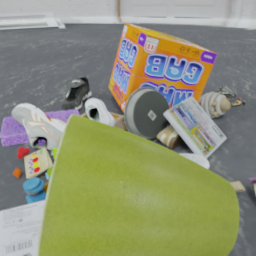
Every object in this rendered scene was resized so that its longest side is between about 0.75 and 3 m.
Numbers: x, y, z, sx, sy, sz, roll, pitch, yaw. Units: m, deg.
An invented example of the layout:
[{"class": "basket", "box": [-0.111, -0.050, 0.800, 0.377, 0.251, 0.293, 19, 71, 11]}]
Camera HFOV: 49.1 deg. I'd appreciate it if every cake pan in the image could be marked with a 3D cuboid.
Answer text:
[{"class": "cake pan", "box": [0.734, -0.470, 9.748, 1.895, 1.895, 0.347, -19, 15, -31]}]

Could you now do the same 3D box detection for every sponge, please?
[{"class": "sponge", "box": [-3.217, -0.082, 10.599, 2.873, 0.428, 1.603, -9, 30, -16]}]

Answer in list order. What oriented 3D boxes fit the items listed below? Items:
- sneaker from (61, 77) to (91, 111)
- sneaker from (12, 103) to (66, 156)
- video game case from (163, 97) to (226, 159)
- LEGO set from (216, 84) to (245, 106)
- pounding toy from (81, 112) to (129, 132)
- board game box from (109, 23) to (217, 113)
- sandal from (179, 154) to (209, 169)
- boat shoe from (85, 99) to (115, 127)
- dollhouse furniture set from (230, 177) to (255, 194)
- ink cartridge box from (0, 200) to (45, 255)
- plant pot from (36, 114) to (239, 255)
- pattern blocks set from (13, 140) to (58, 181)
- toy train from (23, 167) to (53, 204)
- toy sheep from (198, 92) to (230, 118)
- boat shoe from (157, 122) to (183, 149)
[{"class": "sneaker", "box": [-2.383, -1.616, 12.697, 0.863, 1.176, 2.598, 5, 28, 12]}, {"class": "sneaker", "box": [-3.090, 0.043, 9.325, 2.491, 0.943, 1.146, 23, 54, 20]}, {"class": "video game case", "box": [2.306, -0.036, 9.505, 1.792, 0.217, 1.968, -30, 79, -44]}, {"class": "LEGO set", "box": [4.810, -1.637, 13.376, 1.249, 0.545, 1.923, -16, 32, -29]}, {"class": "pounding toy", "box": [-0.581, -0.084, 9.963, 1.942, 1.011, 2.211, 16, 32, 28]}, {"class": "board game box", "box": [1.163, -2.240, 11.333, 2.882, 2.880, 2.879, 9, 24, -20]}, {"class": "sandal", "box": [0.884, 1.338, 7.696, 2.668, 0.656, 1.086, -14, 27, 4]}, {"class": "boat shoe", "box": [-1.064, -0.557, 9.144, 0.588, 0.647, 1.760, 17, 14, -41]}, {"class": "dollhouse furniture set", "box": [2.986, 1.896, 7.203, 1.346, 1.067, 0.955, -15, 65, 20]}, {"class": "ink cartridge box", "box": [-1.628, 2.428, 5.362, 1.506, 0.843, 2.208, -10, 28, -19]}, {"class": "plant pot", "box": [0.220, 1.251, 4.555, 2.705, 2.531, 2.531, 10, 27, -6]}, {"class": "pattern blocks set", "box": [-2.666, 1.019, 8.228, 1.476, 0.136, 1.679, -20, 44, 3]}, {"class": "toy train", "box": [-1.697, 1.366, 6.970, 0.766, 1.047, 1.810, 23, 43, 37]}, {"class": "toy sheep", "box": [3.393, -0.929, 11.510, 1.176, 1.176, 1.706, -25, 25, -39]}, {"class": "boat shoe", "box": [1.819, -0.090, 10.100, 0.848, 0.798, 2.226, 27, 37, 26]}]
